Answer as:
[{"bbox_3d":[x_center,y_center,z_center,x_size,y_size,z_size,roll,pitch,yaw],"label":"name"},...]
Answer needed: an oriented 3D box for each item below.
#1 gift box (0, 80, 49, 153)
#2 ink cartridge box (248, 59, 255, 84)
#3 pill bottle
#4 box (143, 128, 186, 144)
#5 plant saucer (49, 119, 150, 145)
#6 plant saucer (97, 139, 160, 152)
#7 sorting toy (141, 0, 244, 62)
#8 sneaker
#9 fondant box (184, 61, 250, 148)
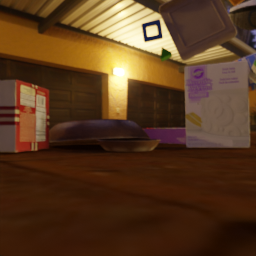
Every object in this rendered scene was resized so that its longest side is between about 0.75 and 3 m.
[{"bbox_3d":[-2.401,-0.285,5.310,1.439,1.541,1.422,-1,-6,10],"label":"gift box"},{"bbox_3d":[2.911,-1.132,5.822,0.364,0.632,0.866,-39,-17,5],"label":"ink cartridge box"},{"bbox_3d":[5.271,-2.303,10.625,2.420,1.356,1.356,-19,-7,21],"label":"pill bottle"},{"bbox_3d":[1.702,0.234,8.797,1.667,0.476,2.436,0,-1,-43],"label":"box"},{"bbox_3d":[-0.791,0.123,6.847,2.622,0.480,2.622,-4,-5,0],"label":"plant saucer"},{"bbox_3d":[0.008,0.340,5.572,1.262,0.231,1.262,1,-1,0],"label":"plant saucer"},{"bbox_3d":[1.703,-2.608,6.942,2.744,1.545,0.374,-24,-9,10],"label":"sorting toy"},{"bbox_3d":[3.978,-3.464,8.083,2.186,0.952,0.815,-8,-37,3],"label":"sneaker"},{"bbox_3d":[2.013,-0.487,6.394,1.356,1.879,0.547,-2,-1,22],"label":"fondant box"}]
